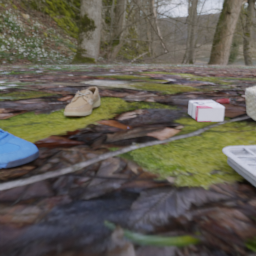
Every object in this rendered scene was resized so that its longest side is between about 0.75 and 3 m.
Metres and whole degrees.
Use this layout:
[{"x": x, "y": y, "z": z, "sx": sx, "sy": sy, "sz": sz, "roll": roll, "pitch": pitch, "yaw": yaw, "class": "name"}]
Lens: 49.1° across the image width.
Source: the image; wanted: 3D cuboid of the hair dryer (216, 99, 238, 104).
[{"x": 4.825, "y": -1.297, "z": 13.864, "sx": 0.992, "sy": 0.269, "sz": 0.755, "roll": 0, "pitch": -2, "yaw": -15, "class": "hair dryer"}]

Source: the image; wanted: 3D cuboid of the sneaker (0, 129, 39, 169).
[{"x": -3.530, "y": 0.258, "z": 6.702, "sx": 2.896, "sy": 1.135, "sz": 0.955, "roll": 6, "pitch": 15, "yaw": 14, "class": "sneaker"}]

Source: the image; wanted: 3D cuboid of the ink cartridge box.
[{"x": 2.999, "y": -0.679, "z": 10.910, "sx": 0.990, "sy": 0.576, "sz": 1.367, "roll": -1, "pitch": 16, "yaw": -3, "class": "ink cartridge box"}]

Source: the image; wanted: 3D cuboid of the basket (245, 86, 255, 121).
[{"x": 5.090, "y": -0.816, "z": 9.995, "sx": 1.137, "sy": 1.249, "sz": 1.843, "roll": -12, "pitch": 19, "yaw": 3, "class": "basket"}]

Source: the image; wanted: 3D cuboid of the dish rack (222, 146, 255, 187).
[{"x": 3.304, "y": 0.854, "z": 5.606, "sx": 2.331, "sy": 0.508, "sz": 2.001, "roll": -3, "pitch": 15, "yaw": -7, "class": "dish rack"}]

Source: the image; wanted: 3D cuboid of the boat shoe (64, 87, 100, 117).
[{"x": -1.941, "y": -1.140, "z": 11.836, "sx": 1.018, "sy": 0.921, "sz": 2.856, "roll": 3, "pitch": 18, "yaw": 10, "class": "boat shoe"}]
